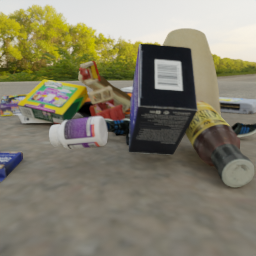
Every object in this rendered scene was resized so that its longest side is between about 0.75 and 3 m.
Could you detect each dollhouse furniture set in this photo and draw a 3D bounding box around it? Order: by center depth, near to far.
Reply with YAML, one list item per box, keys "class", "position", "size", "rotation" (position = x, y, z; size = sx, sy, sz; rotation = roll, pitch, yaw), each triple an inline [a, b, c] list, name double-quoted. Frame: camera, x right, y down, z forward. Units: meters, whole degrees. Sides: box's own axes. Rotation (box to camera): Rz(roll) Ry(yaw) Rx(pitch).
- class: "dollhouse furniture set"
  position: [-0.797, -1.027, 8.450]
  size: [0.848, 2.085, 1.122]
  rotation: [-19, 22, -13]

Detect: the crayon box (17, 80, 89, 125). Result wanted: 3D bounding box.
- class: "crayon box"
  position: [-2.437, -0.893, 9.249]
  size: [1.745, 0.509, 1.505]
  rotation: [13, 46, 20]

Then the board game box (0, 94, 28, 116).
- class: "board game box"
  position: [-4.457, -0.993, 11.740]
  size: [1.574, 0.446, 1.301]
  rotation: [-5, 27, -17]

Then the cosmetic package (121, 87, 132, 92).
- class: "cosmetic package"
  position: [1.335, -1.399, 12.444]
  size: [2.951, 1.092, 1.500]
  rotation: [-13, 17, -25]

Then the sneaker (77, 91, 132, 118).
- class: "sneaker"
  position: [-0.680, -0.716, 10.410]
  size: [2.693, 1.045, 1.509]
  rotation: [-4, 22, -7]

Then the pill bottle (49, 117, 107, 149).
- class: "pill bottle"
  position: [-0.879, 0.099, 4.951]
  size: [0.932, 0.520, 0.520]
  rotation: [-6, 10, 12]

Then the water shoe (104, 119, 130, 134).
- class: "water shoe"
  position: [-0.295, 0.000, 7.179]
  size: [1.097, 0.392, 0.433]
  rotation: [2, 13, 24]

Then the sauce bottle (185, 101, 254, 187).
- class: "sauce bottle"
  position: [1.624, 0.188, 5.362]
  size: [0.830, 0.830, 2.516]
  rotation: [-1, 22, -4]

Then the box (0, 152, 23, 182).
- class: "box"
  position: [-2.478, 0.688, 5.117]
  size: [0.747, 0.200, 1.234]
  rotation: [-1, 13, -4]

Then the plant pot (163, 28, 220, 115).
- class: "plant pot"
  position: [1.718, -1.625, 8.775]
  size: [2.447, 2.613, 2.447]
  rotation: [6, -4, 0]

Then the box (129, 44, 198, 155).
- class: "box"
  position: [0.575, -0.454, 5.456]
  size: [0.976, 1.385, 1.872]
  rotation: [4, -30, -4]

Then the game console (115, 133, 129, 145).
- class: "game console"
  position: [0.107, 0.109, 7.553]
  size: [0.961, 0.196, 1.629]
  rotation: [-16, 20, 4]

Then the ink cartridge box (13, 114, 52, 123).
- class: "ink cartridge box"
  position: [-3.031, -0.350, 9.652]
  size: [1.630, 0.320, 0.811]
  rotation: [1, 7, 6]

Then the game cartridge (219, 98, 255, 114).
- class: "game cartridge"
  position: [4.471, -1.083, 12.920]
  size: [2.801, 0.567, 1.868]
  rotation: [8, 10, 33]

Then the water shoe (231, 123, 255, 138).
- class: "water shoe"
  position: [2.975, 0.023, 7.308]
  size: [0.891, 0.352, 0.319]
  rotation: [-20, 25, 7]

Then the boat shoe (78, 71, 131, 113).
- class: "boat shoe"
  position: [-0.800, -1.145, 9.414]
  size: [2.250, 0.731, 0.812]
  rotation: [27, 24, -37]
